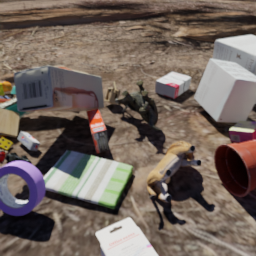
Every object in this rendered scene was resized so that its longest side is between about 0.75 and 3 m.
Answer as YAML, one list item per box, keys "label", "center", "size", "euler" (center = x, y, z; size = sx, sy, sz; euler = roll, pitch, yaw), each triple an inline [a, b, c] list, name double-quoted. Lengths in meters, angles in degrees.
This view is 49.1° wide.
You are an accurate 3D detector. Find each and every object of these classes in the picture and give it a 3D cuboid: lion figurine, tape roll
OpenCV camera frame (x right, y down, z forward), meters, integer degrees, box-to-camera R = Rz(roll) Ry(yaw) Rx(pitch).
- label: "lion figurine"
  center: [1.090, 1.104, 7.572]
  size: [2.302, 0.834, 1.410]
  euler: [-34, 9, -25]
- label: "tape roll"
  center: [-2.642, 1.445, 6.713]
  size: [1.241, 1.241, 0.407]
  euler: [6, 9, 9]

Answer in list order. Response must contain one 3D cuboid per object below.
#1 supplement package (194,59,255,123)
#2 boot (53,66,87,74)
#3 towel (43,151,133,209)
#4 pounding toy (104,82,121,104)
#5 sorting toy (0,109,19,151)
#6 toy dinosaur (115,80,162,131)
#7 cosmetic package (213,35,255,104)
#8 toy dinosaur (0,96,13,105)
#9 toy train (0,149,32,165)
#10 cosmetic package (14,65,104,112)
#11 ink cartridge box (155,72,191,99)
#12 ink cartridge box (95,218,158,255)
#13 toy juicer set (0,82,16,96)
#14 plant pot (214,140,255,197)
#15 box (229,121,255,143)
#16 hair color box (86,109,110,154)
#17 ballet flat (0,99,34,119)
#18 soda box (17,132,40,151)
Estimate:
- label: "supplement package"
  center: [3.679, -1.370, 10.422]
  size: [1.319, 1.715, 1.793]
  euler: [2, 34, -21]
- label: "boot"
  center: [-2.544, -2.121, 12.244]
  size: [2.388, 0.896, 1.280]
  euler: [4, 20, -20]
- label: "towel"
  center: [-1.115, 1.408, 7.780]
  size: [2.174, 0.334, 1.622]
  euler: [13, 37, 15]
- label: "pounding toy"
  center: [-0.514, -1.411, 11.373]
  size: [0.435, 0.835, 0.950]
  euler: [17, 0, -25]
- label: "sorting toy"
  center: [-4.387, -0.082, 9.613]
  size: [1.098, 0.385, 2.278]
  euler: [15, 42, -29]
- label: "toy dinosaur"
  center: [0.593, -0.759, 9.987]
  size: [1.065, 1.415, 2.767]
  euler: [-46, 53, -7]
- label: "cosmetic package"
  center: [5.339, -2.639, 12.382]
  size: [2.166, 2.180, 2.605]
  euler: [-13, 34, -20]
- label: "toy dinosaur"
  center: [-4.714, -0.877, 10.788]
  size: [1.282, 0.742, 1.412]
  euler: [-1, 6, -17]
- label: "toy train"
  center: [-3.359, 0.667, 6.853]
  size: [0.531, 0.396, 2.320]
  euler: [23, -4, 40]
- label: "cosmetic package"
  center: [-2.180, -1.197, 9.462]
  size: [1.489, 1.257, 2.881]
  euler: [-5, 1, 27]
- label: "ink cartridge box"
  center: [2.055, -1.962, 12.770]
  size: [1.043, 0.599, 1.436]
  euler: [25, 39, 31]
- label: "ink cartridge box"
  center: [0.043, 2.628, 5.556]
  size: [0.901, 0.522, 1.547]
  euler: [-16, 37, -24]
- label: "toy juicer set"
  center: [-4.504, -1.625, 12.328]
  size: [2.667, 0.726, 1.697]
  euler: [-1, 13, -10]
- label: "plant pot"
  center: [3.236, 0.916, 7.326]
  size: [1.353, 1.391, 1.391]
  euler: [-15, 35, -15]
- label: "box"
  center: [3.960, 0.137, 9.394]
  size: [0.780, 0.429, 0.887]
  euler: [7, 27, 45]
- label: "hair color box"
  center: [-1.006, 0.074, 9.205]
  size: [0.469, 0.814, 1.467]
  euler: [-14, 32, -9]
- label: "ballet flat"
  center: [-3.797, -1.021, 10.622]
  size: [2.705, 0.971, 0.971]
  euler: [-24, 38, -13]
- label: "soda box"
  center: [-3.251, 0.436, 9.145]
  size: [0.879, 0.300, 0.279]
  euler: [28, 4, 37]
